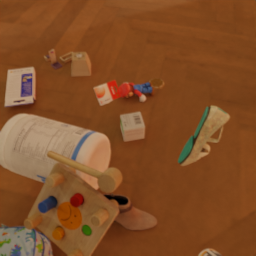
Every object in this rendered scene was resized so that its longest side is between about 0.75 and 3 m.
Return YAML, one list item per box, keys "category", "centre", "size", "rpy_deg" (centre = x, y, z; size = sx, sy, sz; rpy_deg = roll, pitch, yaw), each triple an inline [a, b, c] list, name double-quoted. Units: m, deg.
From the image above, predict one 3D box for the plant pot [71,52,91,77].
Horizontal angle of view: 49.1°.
- category: "plant pot"
  centre: [-2.436, -3.281, 14.226]
  size: [0.996, 0.882, 0.997]
  rpy_deg: [-3, 51, -3]

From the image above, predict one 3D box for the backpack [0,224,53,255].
- category: "backpack"
  centre: [-3.466, 3.823, 7.744]
  size: [2.731, 2.099, 2.228]
  rpy_deg: [9, 32, -11]

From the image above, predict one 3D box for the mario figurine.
- category: "mario figurine"
  centre: [0.301, -1.695, 13.193]
  size: [1.701, 0.902, 1.050]
  rpy_deg: [-6, 14, -18]

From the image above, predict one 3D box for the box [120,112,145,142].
- category: "box"
  centre: [0.170, -0.044, 11.578]
  size: [0.889, 0.762, 0.885]
  rpy_deg: [-10, 51, -6]

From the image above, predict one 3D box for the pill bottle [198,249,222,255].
- category: "pill bottle"
  centre: [1.936, 3.015, 5.802]
  size: [0.612, 0.612, 1.051]
  rpy_deg: [-22, 10, -17]

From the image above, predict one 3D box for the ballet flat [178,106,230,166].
- category: "ballet flat"
  centre: [1.850, 0.353, 6.937]
  size: [0.630, 2.021, 0.682]
  rpy_deg: [22, 43, 3]

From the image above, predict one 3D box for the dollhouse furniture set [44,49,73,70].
- category: "dollhouse furniture set"
  centre: [-3.620, -3.991, 14.747]
  size: [1.392, 0.988, 1.103]
  rpy_deg: [-33, 57, -25]

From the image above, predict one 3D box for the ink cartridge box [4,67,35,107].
- category: "ink cartridge box"
  centre: [-5.089, -1.869, 13.309]
  size: [1.260, 0.494, 2.662]
  rpy_deg: [-9, 48, -8]

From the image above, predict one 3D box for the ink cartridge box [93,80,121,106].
- category: "ink cartridge box"
  centre: [-0.695, -1.177, 9.486]
  size: [0.792, 0.642, 0.198]
  rpy_deg: [-21, 19, -3]

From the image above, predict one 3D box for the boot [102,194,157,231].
- category: "boot"
  centre: [-0.033, 2.640, 8.876]
  size: [1.982, 1.449, 0.696]
  rpy_deg: [4, 50, 3]

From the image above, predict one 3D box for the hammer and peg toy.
- category: "hammer and peg toy"
  centre: [-1.180, 1.658, 6.393]
  size: [1.915, 2.603, 0.918]
  rpy_deg: [34, 19, 14]

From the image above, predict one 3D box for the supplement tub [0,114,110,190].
- category: "supplement tub"
  centre: [-2.176, 0.771, 8.479]
  size: [2.904, 1.916, 1.916]
  rpy_deg: [14, 51, 18]

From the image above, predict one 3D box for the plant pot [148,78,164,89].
- category: "plant pot"
  centre: [1.397, -2.208, 13.830]
  size: [0.792, 0.109, 0.792]
  rpy_deg: [0, 49, 0]
